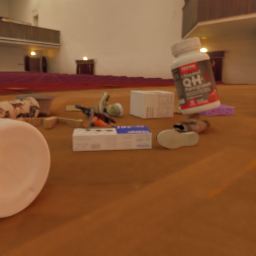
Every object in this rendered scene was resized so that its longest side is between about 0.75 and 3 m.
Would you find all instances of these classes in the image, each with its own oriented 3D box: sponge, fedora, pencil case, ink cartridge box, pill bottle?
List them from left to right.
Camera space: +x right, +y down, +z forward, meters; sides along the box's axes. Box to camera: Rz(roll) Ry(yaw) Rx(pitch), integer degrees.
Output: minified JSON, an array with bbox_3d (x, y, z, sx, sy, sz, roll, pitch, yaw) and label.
[{"bbox_3d":[-2.880,0.491,5.022,2.700,1.537,1.537,8,14,31],"label":"pill bottle"},{"bbox_3d":[-5.013,-0.659,11.762,1.213,1.055,2.712,17,18,24],"label":"pencil case"},{"bbox_3d":[-4.571,-1.135,14.029,2.054,1.049,2.322,-4,6,-26],"label":"fedora"},{"bbox_3d":[-0.503,0.297,8.513,2.287,0.506,1.075,-1,13,-7],"label":"ink cartridge box"},{"bbox_3d":[2.444,-1.929,10.580,1.473,2.660,1.473,-15,4,1],"label":"pill bottle"},{"bbox_3d":[4.228,-1.114,15.479,1.665,0.445,2.985,-5,14,-17],"label":"sponge"}]

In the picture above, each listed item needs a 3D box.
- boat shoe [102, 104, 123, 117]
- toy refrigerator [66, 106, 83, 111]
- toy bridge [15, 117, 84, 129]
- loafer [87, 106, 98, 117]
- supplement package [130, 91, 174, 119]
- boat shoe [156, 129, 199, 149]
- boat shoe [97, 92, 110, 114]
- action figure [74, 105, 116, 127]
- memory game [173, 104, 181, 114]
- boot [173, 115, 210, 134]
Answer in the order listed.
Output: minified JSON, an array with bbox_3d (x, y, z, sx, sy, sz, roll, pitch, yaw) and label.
[{"bbox_3d":[-0.795,-0.833,14.020,0.558,0.648,1.801,-22,10,-23],"label":"boat shoe"},{"bbox_3d":[-2.997,-1.093,15.732,0.887,0.310,0.337,2,5,4],"label":"toy refrigerator"},{"bbox_3d":[-3.101,-0.203,11.236,2.794,0.380,0.939,2,10,9],"label":"toy bridge"},{"bbox_3d":[-1.775,-0.700,13.382,0.567,0.613,1.629,-15,10,-15],"label":"loafer"},{"bbox_3d":[1.152,-1.201,13.944,1.656,1.218,1.583,-4,12,-25],"label":"supplement package"},{"bbox_3d":[1.422,0.310,8.467,1.522,0.575,0.459,7,8,-30],"label":"boat shoe"},{"bbox_3d":[-1.219,-1.258,14.064,0.387,1.132,0.423,12,-9,19],"label":"boat shoe"},{"bbox_3d":[-1.270,-0.197,10.184,1.651,0.863,1.597,23,2,-12],"label":"action figure"},{"bbox_3d":[3.120,-1.140,15.077,1.734,0.110,1.734,-19,17,6],"label":"memory game"},{"bbox_3d":[2.221,-0.120,10.532,1.179,0.566,1.613,-11,10,-20],"label":"boot"}]
